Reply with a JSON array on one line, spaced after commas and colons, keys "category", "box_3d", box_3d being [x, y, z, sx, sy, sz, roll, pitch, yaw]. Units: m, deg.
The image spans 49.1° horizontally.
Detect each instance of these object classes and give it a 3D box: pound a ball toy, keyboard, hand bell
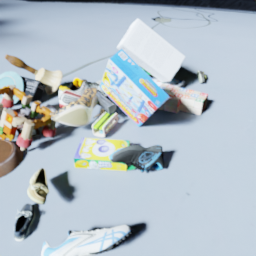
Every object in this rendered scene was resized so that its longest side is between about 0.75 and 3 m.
[{"category": "pound a ball toy", "box_3d": [-1.012, -0.193, 11.368, 0.890, 0.580, 1.365, 9, 36, 24]}, {"category": "keyboard", "box_3d": [-3.330, -0.575, 12.353, 0.562, 0.106, 1.997, -34, 44, -22]}, {"category": "hand bell", "box_3d": [-4.604, -2.746, 13.336, 2.592, 1.350, 1.350, 28, 14, -39]}]

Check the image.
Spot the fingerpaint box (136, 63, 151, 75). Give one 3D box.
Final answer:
[{"category": "fingerpaint box", "box_3d": [0.962, -3.809, 15.906, 2.485, 1.093, 2.979, -5, 22, -10]}]

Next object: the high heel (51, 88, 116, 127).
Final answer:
[{"category": "high heel", "box_3d": [-2.108, -0.936, 11.400, 2.738, 0.978, 1.952, -15, 37, -34]}]

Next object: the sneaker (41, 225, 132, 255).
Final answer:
[{"category": "sneaker", "box_3d": [-0.951, 2.695, 6.662, 2.199, 0.790, 0.797, -14, 65, -18]}]

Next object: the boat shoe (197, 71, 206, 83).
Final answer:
[{"category": "boat shoe", "box_3d": [4.101, -2.852, 15.512, 0.412, 0.487, 1.367, -1, 30, 6]}]

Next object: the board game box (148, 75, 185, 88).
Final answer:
[{"category": "board game box", "box_3d": [1.641, -2.307, 14.758, 2.274, 0.394, 1.436, 19, 38, 27]}]

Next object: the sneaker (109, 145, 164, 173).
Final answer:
[{"category": "sneaker", "box_3d": [0.357, 1.001, 8.896, 2.000, 0.732, 0.819, -1, 71, -30]}]

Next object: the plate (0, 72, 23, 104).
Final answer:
[{"category": "plate", "box_3d": [-5.680, -1.846, 13.095, 1.690, 1.690, 0.216, 11, -4, 17]}]

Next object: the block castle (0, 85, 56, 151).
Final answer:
[{"category": "block castle", "box_3d": [-4.232, -0.400, 10.587, 2.757, 1.293, 1.842, 32, 27, 13]}]

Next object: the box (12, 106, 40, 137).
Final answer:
[{"category": "box", "box_3d": [-4.199, -0.240, 11.433, 0.810, 0.606, 1.618, -14, 37, -20]}]

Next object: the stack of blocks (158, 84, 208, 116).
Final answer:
[{"category": "stack of blocks", "box_3d": [2.345, -1.267, 12.903, 2.302, 0.674, 1.326, 17, 37, 23]}]

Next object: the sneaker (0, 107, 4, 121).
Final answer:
[{"category": "sneaker", "box_3d": [-5.456, -0.660, 11.525, 0.752, 1.165, 2.147, -6, 34, -9]}]

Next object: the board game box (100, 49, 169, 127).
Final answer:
[{"category": "board game box", "box_3d": [0.113, -1.394, 10.682, 2.419, 2.368, 0.676, 45, 69, 2]}]

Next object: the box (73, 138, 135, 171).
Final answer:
[{"category": "box", "box_3d": [-0.735, 0.916, 9.752, 2.072, 0.501, 1.216, 4, 34, 4]}]

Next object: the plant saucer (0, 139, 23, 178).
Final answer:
[{"category": "plant saucer", "box_3d": [-4.838, 1.007, 9.723, 2.234, 0.385, 2.234, -1, 33, 1]}]

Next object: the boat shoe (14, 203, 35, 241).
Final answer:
[{"category": "boat shoe", "box_3d": [-2.812, 2.448, 7.516, 0.431, 0.356, 1.152, 1, 33, 1]}]

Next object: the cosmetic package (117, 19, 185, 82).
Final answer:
[{"category": "cosmetic package", "box_3d": [1.106, -3.643, 13.528, 2.945, 1.493, 1.049, 34, -4, -16]}]

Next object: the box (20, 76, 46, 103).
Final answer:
[{"category": "box", "box_3d": [-4.833, -1.818, 13.386, 1.483, 0.585, 1.046, 17, 78, 23]}]

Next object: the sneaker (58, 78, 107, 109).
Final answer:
[{"category": "sneaker", "box_3d": [-1.936, -1.814, 13.152, 1.150, 1.214, 2.955, 18, 35, 39]}]

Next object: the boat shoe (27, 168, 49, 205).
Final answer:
[{"category": "boat shoe", "box_3d": [-2.495, 1.629, 7.932, 0.533, 0.460, 1.462, 28, 7, -22]}]
